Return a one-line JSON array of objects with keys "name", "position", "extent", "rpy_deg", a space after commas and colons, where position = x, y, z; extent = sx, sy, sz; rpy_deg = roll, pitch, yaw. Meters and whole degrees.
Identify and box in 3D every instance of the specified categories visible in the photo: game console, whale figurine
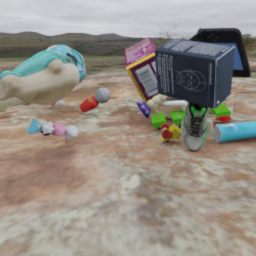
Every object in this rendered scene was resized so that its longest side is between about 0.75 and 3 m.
[{"name": "game console", "position": [3.295, -2.417, 11.100], "extent": [2.331, 1.605, 2.705], "rpy_deg": [15, -19, 39]}, {"name": "whale figurine", "position": [-2.397, -1.315, 7.159], "extent": [1.894, 1.235, 2.381], "rpy_deg": [-36, -10, 36]}]

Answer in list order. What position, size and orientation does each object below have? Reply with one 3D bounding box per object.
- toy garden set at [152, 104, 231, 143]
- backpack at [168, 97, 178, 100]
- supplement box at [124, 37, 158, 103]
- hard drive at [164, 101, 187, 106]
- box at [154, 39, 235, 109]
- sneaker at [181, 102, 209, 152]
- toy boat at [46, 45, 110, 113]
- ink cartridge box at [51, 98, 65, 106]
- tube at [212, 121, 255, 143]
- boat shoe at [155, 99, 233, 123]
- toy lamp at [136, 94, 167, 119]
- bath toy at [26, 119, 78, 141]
[{"name": "toy garden set", "position": [1.999, -0.130, 8.820], "extent": [2.428, 0.485, 2.024], "rpy_deg": [-9, 17, 6]}, {"name": "backpack", "position": [2.888, -2.535, 13.595], "extent": [2.809, 2.493, 2.114], "rpy_deg": [1, 13, 17]}, {"name": "supplement box", "position": [0.763, -2.354, 11.176], "extent": [1.282, 1.627, 2.485], "rpy_deg": [-25, 30, 12]}, {"name": "hard drive", "position": [1.814, -0.849, 9.624], "extent": [0.674, 0.136, 1.022], "rpy_deg": [-7, 8, -32]}, {"name": "box", "position": [1.450, -1.247, 6.256], "extent": [1.525, 1.132, 0.816], "rpy_deg": [22, 45, 37]}, {"name": "sneaker", "position": [1.759, -0.257, 7.423], "extent": [0.734, 1.882, 0.802], "rpy_deg": [4, 16, 15]}, {"name": "toy boat", "position": [-1.927, -2.009, 10.899], "extent": [1.338, 2.878, 2.420], "rpy_deg": [-30, 14, 18]}, {"name": "ink cartridge box", "position": [-3.180, -1.300, 11.397], "extent": [0.309, 0.670, 1.229], "rpy_deg": [-32, -35, 30]}, {"name": "tube", "position": [3.583, 0.056, 8.445], "extent": [2.064, 0.520, 0.799], "rpy_deg": [-7, 34, -11]}, {"name": "boat shoe", "position": [2.466, -0.802, 10.654], "extent": [2.861, 0.923, 1.020], "rpy_deg": [4, 18, 14]}, {"name": "toy lamp", "position": [1.544, -1.382, 9.776], "extent": [2.693, 0.784, 0.784], "rpy_deg": [-36, 16, 9]}, {"name": "bath toy", "position": [-2.015, 0.073, 7.578], "extent": [1.348, 0.498, 0.586], "rpy_deg": [13, 35, -42]}]
